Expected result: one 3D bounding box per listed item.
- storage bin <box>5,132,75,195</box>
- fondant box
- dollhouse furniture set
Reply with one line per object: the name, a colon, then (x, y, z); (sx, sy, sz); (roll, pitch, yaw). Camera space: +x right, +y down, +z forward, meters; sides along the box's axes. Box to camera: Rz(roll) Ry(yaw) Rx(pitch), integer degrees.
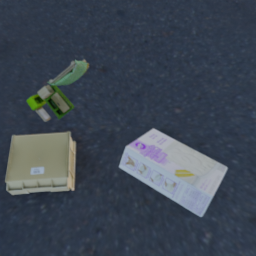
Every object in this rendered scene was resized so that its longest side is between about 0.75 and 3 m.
storage bin: (-2.611, 1.112, 8.583); (1.825, 0.855, 1.812); (-3, 60, -3)
fondant box: (1.151, 0.983, 6.977); (2.246, 0.654, 1.620); (27, 28, 20)
dollhouse furniture set: (-1.460, -0.859, 6.686); (1.543, 1.011, 0.775); (-35, 99, 15)
